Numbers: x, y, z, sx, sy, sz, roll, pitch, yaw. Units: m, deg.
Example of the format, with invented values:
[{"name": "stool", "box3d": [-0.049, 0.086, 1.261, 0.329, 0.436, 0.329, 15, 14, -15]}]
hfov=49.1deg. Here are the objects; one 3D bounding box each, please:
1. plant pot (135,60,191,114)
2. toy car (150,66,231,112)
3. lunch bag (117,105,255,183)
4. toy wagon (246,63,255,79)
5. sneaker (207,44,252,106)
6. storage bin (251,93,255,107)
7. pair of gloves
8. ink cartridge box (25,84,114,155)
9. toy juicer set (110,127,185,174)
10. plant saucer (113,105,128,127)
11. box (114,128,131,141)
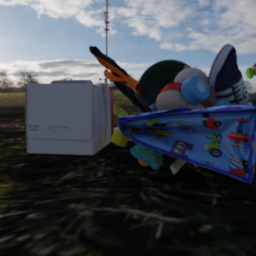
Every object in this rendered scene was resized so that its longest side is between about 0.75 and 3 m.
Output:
[{"name": "plant pot", "box3d": [1.638, -1.199, 10.258, 2.360, 2.360, 1.581, 3, 6, 22]}, {"name": "toy car", "box3d": [1.912, -0.908, 8.082, 1.926, 2.177, 2.007, 37, -36, -13]}, {"name": "lunch bag", "box3d": [1.274, 0.104, 6.136, 2.850, 1.341, 2.146, 6, 7, 24]}, {"name": "toy wagon", "box3d": [4.123, -1.672, 7.782, 1.536, 0.392, 1.980, -13, 31, 3]}, {"name": "sneaker", "box3d": [2.997, -0.824, 7.622, 1.554, 2.864, 1.004, 28, 56, 30]}, {"name": "storage bin", "box3d": [4.015, -0.205, 6.506, 1.723, 1.590, 2.368, -39, 27, -31]}, {"name": "pair of gloves", "box3d": [-0.176, -1.167, 7.330, 1.973, 0.274, 2.214, 43, -3, 23]}, {"name": "ink cartridge box", "box3d": [-1.574, -0.334, 8.291, 1.877, 1.868, 2.583, 1, 6, 7]}, {"name": "toy juicer set", "box3d": [0.557, 0.617, 6.282, 1.887, 0.514, 1.201, 33, 16, 37]}, {"name": "plant saucer", "box3d": [-0.849, -0.491, 11.166, 1.777, 0.276, 1.777, 15, -24, 7]}, {"name": "box", "box3d": [0.171, 0.182, 10.573, 1.436, 0.362, 1.990, 3, 6, 26]}]
